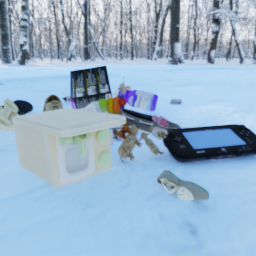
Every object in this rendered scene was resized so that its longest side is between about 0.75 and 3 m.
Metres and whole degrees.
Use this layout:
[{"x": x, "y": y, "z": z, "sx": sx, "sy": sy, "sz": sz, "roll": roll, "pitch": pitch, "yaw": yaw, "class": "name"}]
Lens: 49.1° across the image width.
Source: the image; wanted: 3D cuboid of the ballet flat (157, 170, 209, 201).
[{"x": 1.147, "y": 1.345, "z": 6.146, "sx": 0.440, "sy": 0.465, "sz": 1.380, "roll": -38, "pitch": 30, "yaw": -20, "class": "ballet flat"}]

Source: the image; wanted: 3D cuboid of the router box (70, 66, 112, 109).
[{"x": -2.069, "y": -2.295, "z": 15.394, "sx": 2.163, "sy": 0.740, "sz": 2.900, "roll": -10, "pitch": 42, "yaw": -3, "class": "router box"}]

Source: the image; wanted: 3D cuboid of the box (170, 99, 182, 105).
[{"x": 2.777, "y": -1.519, "z": 16.257, "sx": 0.590, "sy": 0.172, "sz": 0.862, "roll": 5, "pitch": 17, "yaw": 15, "class": "box"}]

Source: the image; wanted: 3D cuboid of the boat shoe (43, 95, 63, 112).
[{"x": -3.015, "y": -0.618, "z": 11.233, "sx": 0.970, "sy": 0.947, "sz": 2.563, "roll": 0, "pitch": 26, "yaw": -23, "class": "boat shoe"}]

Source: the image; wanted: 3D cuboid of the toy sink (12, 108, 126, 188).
[{"x": -1.491, "y": 0.441, "z": 7.147, "sx": 1.766, "sy": 1.518, "sz": 2.709, "roll": -15, "pitch": 17, "yaw": -42, "class": "toy sink"}]

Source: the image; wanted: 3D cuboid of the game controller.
[{"x": 2.551, "y": 0.419, "z": 8.472, "sx": 2.978, "sy": 0.627, "sz": 1.553, "roll": -5, "pitch": 21, "yaw": -11, "class": "game controller"}]

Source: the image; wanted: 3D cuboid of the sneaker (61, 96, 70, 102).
[{"x": -3.613, "y": -1.783, "z": 16.739, "sx": 0.744, "sy": 0.413, "sz": 1.063, "roll": -4, "pitch": 16, "yaw": -15, "class": "sneaker"}]

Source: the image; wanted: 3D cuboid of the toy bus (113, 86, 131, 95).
[{"x": -0.359, "y": -2.625, "z": 19.331, "sx": 1.070, "sy": 0.586, "sz": 1.134, "roll": 8, "pitch": 17, "yaw": 25, "class": "toy bus"}]

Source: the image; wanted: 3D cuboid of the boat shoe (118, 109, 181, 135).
[{"x": 0.769, "y": -0.252, "z": 10.844, "sx": 2.647, "sy": 0.754, "sz": 0.885, "roll": 8, "pitch": 18, "yaw": 26, "class": "boat shoe"}]

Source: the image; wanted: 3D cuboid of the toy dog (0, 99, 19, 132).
[{"x": -4.180, "y": -0.246, "z": 9.204, "sx": 1.336, "sy": 0.932, "sz": 1.295, "roll": -11, "pitch": -31, "yaw": 29, "class": "toy dog"}]

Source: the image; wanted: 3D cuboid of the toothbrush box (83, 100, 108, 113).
[{"x": -1.274, "y": -0.798, "z": 12.411, "sx": 1.290, "sy": 0.555, "sz": 0.939, "roll": -14, "pitch": -10, "yaw": -45, "class": "toothbrush box"}]

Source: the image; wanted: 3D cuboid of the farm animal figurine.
[{"x": 0.393, "y": 0.259, "z": 8.107, "sx": 1.519, "sy": 1.227, "sz": 0.764, "roll": -10, "pitch": 19, "yaw": -15, "class": "farm animal figurine"}]

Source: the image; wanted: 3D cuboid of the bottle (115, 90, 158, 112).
[{"x": 0.398, "y": -1.421, "z": 13.738, "sx": 2.082, "sy": 0.870, "sz": 0.680, "roll": 14, "pitch": 31, "yaw": 5, "class": "bottle"}]

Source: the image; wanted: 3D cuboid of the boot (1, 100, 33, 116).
[{"x": -5.483, "y": -0.807, "z": 12.713, "sx": 1.952, "sy": 0.746, "sz": 1.640, "roll": 6, "pitch": 19, "yaw": -4, "class": "boot"}]

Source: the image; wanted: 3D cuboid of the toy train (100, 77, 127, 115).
[{"x": -0.687, "y": -1.127, "z": 11.756, "sx": 1.129, "sy": 1.951, "sz": 0.826, "roll": -8, "pitch": 18, "yaw": -18, "class": "toy train"}]

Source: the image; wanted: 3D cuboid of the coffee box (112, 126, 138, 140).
[{"x": -0.121, "y": 0.170, "z": 10.029, "sx": 0.874, "sy": 0.349, "sz": 0.494, "roll": -5, "pitch": 12, "yaw": -26, "class": "coffee box"}]

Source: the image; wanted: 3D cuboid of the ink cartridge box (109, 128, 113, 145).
[{"x": -1.359, "y": 0.283, "z": 9.157, "sx": 1.440, "sy": 0.606, "sz": 1.041, "roll": 13, "pitch": 24, "yaw": 39, "class": "ink cartridge box"}]
